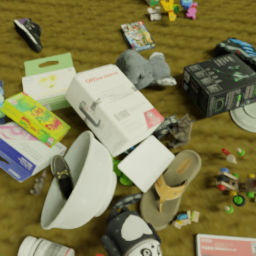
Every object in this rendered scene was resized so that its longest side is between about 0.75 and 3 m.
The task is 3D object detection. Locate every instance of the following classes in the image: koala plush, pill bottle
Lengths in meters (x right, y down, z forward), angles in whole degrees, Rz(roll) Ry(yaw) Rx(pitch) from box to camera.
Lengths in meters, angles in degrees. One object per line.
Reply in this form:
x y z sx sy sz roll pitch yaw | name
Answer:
0.675 -1.993 10.217 2.010 1.847 1.782 -8 60 -18 | koala plush
-2.188 3.430 7.482 1.308 0.745 0.745 15 61 9 | pill bottle

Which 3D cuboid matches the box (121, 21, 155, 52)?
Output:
0.406 -3.928 12.052 1.023 0.282 1.498 -17 61 -10 | box

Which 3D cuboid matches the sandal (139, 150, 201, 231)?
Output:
1.313 1.698 8.462 1.153 0.775 2.870 33 66 18 | sandal

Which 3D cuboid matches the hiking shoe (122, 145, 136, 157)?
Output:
-0.232 0.031 9.271 0.973 0.835 2.244 -39 66 5 | hiking shoe

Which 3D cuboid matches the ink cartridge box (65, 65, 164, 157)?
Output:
-0.430 -0.604 8.438 1.781 1.037 2.446 -27 73 -44 | ink cartridge box

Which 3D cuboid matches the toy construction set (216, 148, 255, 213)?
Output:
3.514 1.561 8.489 1.498 1.381 1.797 -30 51 24 | toy construction set

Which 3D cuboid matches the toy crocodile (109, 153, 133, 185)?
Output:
-0.355 1.237 8.802 2.156 0.666 0.728 16 102 15 | toy crocodile

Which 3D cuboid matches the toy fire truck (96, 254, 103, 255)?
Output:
-0.819 4.052 6.349 0.521 1.507 2.137 22 71 29 | toy fire truck

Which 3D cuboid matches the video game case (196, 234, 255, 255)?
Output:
2.732 4.171 7.348 1.776 0.217 2.484 4 60 2 | video game case

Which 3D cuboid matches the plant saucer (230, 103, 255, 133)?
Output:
4.529 -0.611 10.041 1.641 0.412 1.641 0 60 0 | plant saucer

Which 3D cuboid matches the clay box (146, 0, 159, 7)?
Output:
0.812 -6.920 13.259 0.503 1.214 2.113 -21 62 -8 | clay box

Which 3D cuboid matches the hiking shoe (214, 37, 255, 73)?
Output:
4.754 -2.722 10.916 1.185 1.017 2.734 -39 67 -19 | hiking shoe

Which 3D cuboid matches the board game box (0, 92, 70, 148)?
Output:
-2.949 -0.287 9.057 1.965 0.468 0.998 37 26 -3 | board game box

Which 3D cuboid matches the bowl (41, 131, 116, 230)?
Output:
-1.204 1.603 7.759 1.263 2.811 2.811 29 59 -19 | bowl

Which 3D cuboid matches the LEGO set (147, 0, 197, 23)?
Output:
2.060 -5.075 12.381 2.268 0.865 0.931 -8 86 -1 | LEGO set

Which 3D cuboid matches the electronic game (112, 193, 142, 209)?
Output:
-0.025 2.108 8.086 0.898 0.898 0.187 -20 65 -11 | electronic game

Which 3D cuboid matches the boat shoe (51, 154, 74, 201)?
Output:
-1.892 1.467 8.264 0.512 0.432 1.436 -18 95 -24 | boat shoe

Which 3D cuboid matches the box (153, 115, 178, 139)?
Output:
1.238 -0.019 9.280 0.800 0.655 0.345 -20 62 -5 | box

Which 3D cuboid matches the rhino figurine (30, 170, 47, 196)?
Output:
-2.535 1.576 8.076 0.244 0.357 0.816 14 56 6 | rhino figurine

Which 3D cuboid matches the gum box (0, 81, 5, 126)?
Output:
-5.691 -0.475 9.236 2.978 0.663 2.530 -3 57 -26 | gum box

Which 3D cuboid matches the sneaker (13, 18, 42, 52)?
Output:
-4.028 -4.068 11.892 0.892 0.771 2.037 -31 64 -23 | sneaker

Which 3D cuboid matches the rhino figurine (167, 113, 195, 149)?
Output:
1.708 0.084 8.894 0.720 1.646 0.492 -22 56 -15 | rhino figurine

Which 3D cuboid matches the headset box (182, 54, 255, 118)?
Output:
3.354 -1.586 10.008 2.183 1.012 1.900 -18 46 -9 | headset box

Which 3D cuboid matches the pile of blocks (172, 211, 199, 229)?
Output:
1.597 2.592 8.068 0.994 0.309 0.408 -5 89 -34 | pile of blocks

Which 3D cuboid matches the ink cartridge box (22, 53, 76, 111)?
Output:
-2.980 -1.912 10.694 1.982 0.653 2.724 -14 62 -7 | ink cartridge box

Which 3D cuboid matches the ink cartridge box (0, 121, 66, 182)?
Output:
-3.257 0.572 8.670 1.928 0.425 1.964 33 28 11 | ink cartridge box

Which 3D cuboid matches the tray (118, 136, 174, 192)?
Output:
0.567 1.045 8.418 1.054 0.218 1.963 43 43 9 | tray

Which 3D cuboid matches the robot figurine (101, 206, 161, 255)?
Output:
0.088 2.797 7.037 1.289 1.070 1.715 -33 48 -10 | robot figurine
